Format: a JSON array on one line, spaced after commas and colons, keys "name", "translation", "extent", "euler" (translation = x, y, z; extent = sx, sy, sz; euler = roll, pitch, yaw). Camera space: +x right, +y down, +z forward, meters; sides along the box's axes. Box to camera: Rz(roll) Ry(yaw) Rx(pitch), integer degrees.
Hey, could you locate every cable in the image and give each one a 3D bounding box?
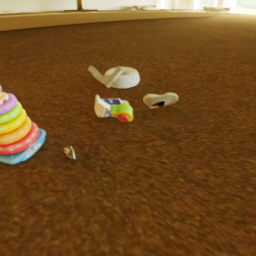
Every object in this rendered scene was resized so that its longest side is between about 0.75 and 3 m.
[{"name": "cable", "translation": [-0.298, -2.579, 14.350], "extent": [1.771, 0.613, 1.771], "euler": [-16, 33, -27]}]

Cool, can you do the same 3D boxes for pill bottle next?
[{"name": "pill bottle", "translation": [-0.613, -0.795, 10.948], "extent": [1.249, 0.694, 0.694], "euler": [-5, 27, -35]}]

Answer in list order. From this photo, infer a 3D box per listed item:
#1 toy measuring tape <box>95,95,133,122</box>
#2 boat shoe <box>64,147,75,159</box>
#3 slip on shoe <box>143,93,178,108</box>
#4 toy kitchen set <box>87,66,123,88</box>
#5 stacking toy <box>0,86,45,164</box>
[{"name": "toy measuring tape", "translation": [-0.355, -0.691, 9.690], "extent": [1.778, 0.654, 0.654], "euler": [35, 0, -44]}, {"name": "boat shoe", "translation": [-1.782, 0.768, 8.511], "extent": [0.244, 0.277, 0.779], "euler": [-9, 18, -18]}, {"name": "slip on shoe", "translation": [1.397, -1.069, 11.409], "extent": [1.622, 0.616, 0.491], "euler": [-2, 50, -32]}, {"name": "toy kitchen set", "translation": [-1.040, -2.659, 13.286], "extent": [1.222, 1.103, 0.997], "euler": [42, 4, 4]}, {"name": "stacking toy", "translation": [-3.648, -0.453, 8.133], "extent": [1.534, 2.795, 1.622], "euler": [14, 42, 24]}]
